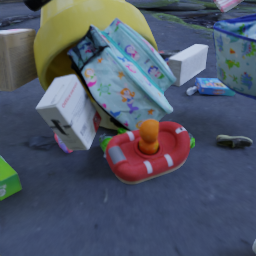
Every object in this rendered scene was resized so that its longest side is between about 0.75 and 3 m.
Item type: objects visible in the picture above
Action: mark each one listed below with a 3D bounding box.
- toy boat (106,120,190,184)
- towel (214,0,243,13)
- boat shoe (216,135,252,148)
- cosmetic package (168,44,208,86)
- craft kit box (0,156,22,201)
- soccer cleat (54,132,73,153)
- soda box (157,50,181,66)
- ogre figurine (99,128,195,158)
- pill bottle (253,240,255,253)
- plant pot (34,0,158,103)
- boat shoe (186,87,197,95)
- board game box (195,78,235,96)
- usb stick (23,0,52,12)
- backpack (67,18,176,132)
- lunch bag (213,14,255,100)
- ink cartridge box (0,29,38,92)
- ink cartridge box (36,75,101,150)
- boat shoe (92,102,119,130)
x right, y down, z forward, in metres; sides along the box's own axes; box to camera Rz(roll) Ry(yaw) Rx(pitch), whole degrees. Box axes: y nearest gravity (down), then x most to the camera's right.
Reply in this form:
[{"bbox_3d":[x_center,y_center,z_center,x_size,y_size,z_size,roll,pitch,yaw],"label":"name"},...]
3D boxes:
[{"bbox_3d":[0.218,0.150,2.838,0.879,0.574,0.573,-16,50,-19],"label":"toy boat"},{"bbox_3d":[2.210,-3.301,6.274,0.882,1.205,0.180,-32,-14,20],"label":"towel"},{"bbox_3d":[2.994,0.430,7.939,0.955,0.341,0.314,8,41,18],"label":"boat shoe"},{"bbox_3d":[2.672,-2.870,12.484,0.685,1.116,2.704,22,37,29],"label":"cosmetic package"},{"bbox_3d":[-4.284,1.228,6.417,2.616,0.635,2.583,-28,44,-37],"label":"craft kit box"},{"bbox_3d":[-1.867,0.349,8.027,0.506,0.441,1.324,-24,36,0],"label":"soccer cleat"},{"bbox_3d":[1.404,-3.261,13.450,2.360,0.747,0.835,-3,31,-6],"label":"soda box"},{"bbox_3d":[0.421,0.502,7.097,2.494,1.223,1.495,19,16,2],"label":"ogre figurine"},{"bbox_3d":[2.880,2.326,4.143,1.075,1.075,1.919,-14,35,-22],"label":"pill bottle"},{"bbox_3d":[-1.054,-2.567,7.395,2.972,2.972,2.796,-11,67,-17],"label":"plant pot"},{"bbox_3d":[2.464,-1.491,11.087,0.250,0.264,0.754,17,34,36],"label":"boat shoe"},{"bbox_3d":[3.471,-1.663,11.245,1.347,0.303,1.024,3,32,-1],"label":"board game box"},{"bbox_3d":[-1.587,-2.646,5.445,1.333,0.370,0.217,-8,56,42],"label":"usb stick"},{"bbox_3d":[-0.035,-0.883,5.281,1.538,1.814,2.043,-38,48,14],"label":"backpack"},{"bbox_3d":[3.524,-1.938,7.778,2.320,1.973,1.478,20,55,37],"label":"lunch bag"},{"bbox_3d":[-2.813,-1.727,6.918,0.584,1.280,1.554,4,24,7],"label":"ink cartridge box"},{"bbox_3d":[-0.926,-0.233,4.597,0.430,1.028,0.742,-4,46,25],"label":"ink cartridge box"},{"bbox_3d":[-0.948,-0.667,9.062,2.965,1.085,0.929,16,25,24],"label":"boat shoe"}]
